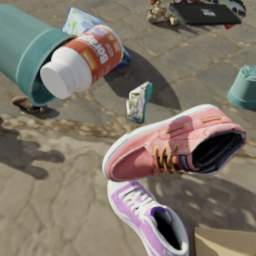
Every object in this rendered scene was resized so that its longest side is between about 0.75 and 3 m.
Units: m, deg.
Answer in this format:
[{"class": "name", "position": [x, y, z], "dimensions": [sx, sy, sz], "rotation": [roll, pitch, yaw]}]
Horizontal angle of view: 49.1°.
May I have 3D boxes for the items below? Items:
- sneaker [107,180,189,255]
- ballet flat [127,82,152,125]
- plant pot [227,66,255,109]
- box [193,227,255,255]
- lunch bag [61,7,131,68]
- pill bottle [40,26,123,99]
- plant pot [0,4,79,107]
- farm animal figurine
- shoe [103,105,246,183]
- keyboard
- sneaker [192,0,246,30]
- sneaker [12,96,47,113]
[{"class": "sneaker", "position": [0.434, 1.844, 6.475], "dimensions": [1.014, 1.595, 2.797], "rotation": [-30, 54, -22]}, {"class": "ballet flat", "position": [0.182, -0.485, 4.918], "dimensions": [0.395, 0.395, 1.098], "rotation": [8, 41, 7]}, {"class": "plant pot", "position": [4.159, -1.448, 9.683], "dimensions": [1.159, 1.135, 1.159], "rotation": [-1, 49, 1]}, {"class": "box", "position": [2.778, 3.322, 6.000], "dimensions": [2.661, 0.283, 2.176], "rotation": [4, 50, 4]}, {"class": "lunch bag", "position": [-1.235, -3.419, 11.167], "dimensions": [2.404, 1.532, 2.044], "rotation": [5, 42, -39]}, {"class": "pill bottle", "position": [-0.992, -1.436, 6.167], "dimensions": [1.014, 1.014, 1.807], "rotation": [27, 52, 22]}, {"class": "plant pot", "position": [-2.539, -1.940, 7.097], "dimensions": [1.991, 2.033, 2.033], "rotation": [35, 55, 6]}, {"class": "farm animal figurine", "position": [1.904, -5.606, 13.621], "dimensions": [1.818, 0.914, 1.468], "rotation": [9, 68, 4]}, {"class": "shoe", "position": [0.751, 0.456, 5.106], "dimensions": [2.615, 0.934, 1.189], "rotation": [-26, 22, 1]}, {"class": "keyboard", "position": [2.073, -3.127, 7.849], "dimensions": [2.281, 0.452, 1.187], "rotation": [-13, 62, -32]}, {"class": "sneaker", "position": [2.748, -4.135, 9.666], "dimensions": [2.653, 1.126, 1.022], "rotation": [22, 61, -15]}, {"class": "sneaker", "position": [-3.409, -0.773, 9.557], "dimensions": [1.227, 0.432, 0.463], "rotation": [3, 52, 3]}]
